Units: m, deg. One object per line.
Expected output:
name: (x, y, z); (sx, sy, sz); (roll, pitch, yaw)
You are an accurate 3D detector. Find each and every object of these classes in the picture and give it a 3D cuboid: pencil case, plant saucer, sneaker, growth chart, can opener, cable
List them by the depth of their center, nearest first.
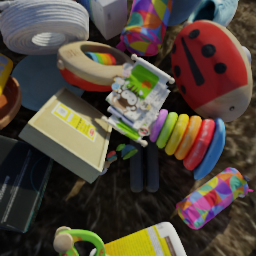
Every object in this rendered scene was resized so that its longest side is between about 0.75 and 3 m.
growth chart: (0.193, -0.698, 6.573); (1.397, 0.171, 1.930); (26, 80, 7)
pencil case: (2.039, 1.677, 6.696); (1.810, 0.800, 0.800); (-31, 72, -9)
plant saucer: (-3.876, -0.552, 7.005); (2.401, 0.387, 2.401); (0, 52, 1)
cable: (-2.071, -2.522, 7.139); (2.184, 2.184, 0.756); (-11, 87, 6)
can opener: (0.396, 0.109, 7.148); (0.785, 0.984, 2.942); (0, 69, 0)
plant saucer: (-2.184, -1.290, 7.930); (2.130, 0.410, 2.130); (0, 64, -1)
pencil case: (0.628, -3.511, 8.159); (1.272, 1.272, 2.878); (18, 76, 6)
plant saucer: (1.645, -4.297, 8.259); (0.502, 2.607, 2.607); (2, 66, -33)
sneaker: (2.615, -3.525, 8.416); (1.053, 1.167, 2.849); (31, 73, 10)

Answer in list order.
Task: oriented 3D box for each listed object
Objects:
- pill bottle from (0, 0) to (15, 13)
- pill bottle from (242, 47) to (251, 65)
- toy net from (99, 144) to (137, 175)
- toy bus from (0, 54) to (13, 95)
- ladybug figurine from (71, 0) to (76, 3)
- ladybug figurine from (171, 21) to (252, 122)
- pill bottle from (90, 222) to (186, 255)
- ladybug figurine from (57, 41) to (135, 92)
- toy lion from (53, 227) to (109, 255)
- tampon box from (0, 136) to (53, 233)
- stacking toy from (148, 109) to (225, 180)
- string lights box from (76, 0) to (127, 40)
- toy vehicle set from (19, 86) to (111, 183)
pill bottle: (-3.429, -3.620, 8.379); (0.640, 1.144, 0.640); (1, 91, 37)
pill bottle: (2.781, -1.812, 8.000); (1.285, 0.744, 0.744); (-24, 71, -10)
toy net: (-0.420, 0.834, 6.819); (1.346, 0.706, 0.260); (-39, 75, 19)
toy bus: (-3.479, -1.127, 6.487); (1.097, 0.912, 2.803); (28, 33, -28)
ladybug figurine: (-2.192, -3.604, 8.624); (1.282, 0.680, 1.889); (-15, 74, 2)
ladybug figurine: (1.968, -1.462, 7.187); (1.029, 1.942, 2.862); (-13, 75, -46)
pill bottle: (0.041, 2.955, 5.858); (2.309, 1.261, 1.261); (-20, 71, -4)
ladybug figurine: (-0.843, -1.553, 7.351); (2.442, 0.878, 1.657); (-9, 50, -45)
toy lion: (-0.738, 2.533, 4.969); (1.298, 0.465, 1.354); (9, 87, -11)
tampon box: (-2.503, 1.245, 5.960); (1.354, 2.144, 1.607); (18, 68, -10)
stacking toy: (0.966, 0.073, 6.737); (2.417, 1.327, 1.403); (23, 107, 6)
string lights box: (-1.102, -4.200, 8.541); (0.801, 1.397, 2.718); (-31, 72, -11)
toy vehicle set: (-1.178, -0.015, 6.252); (1.603, 2.580, 0.342); (37, 110, -12)
